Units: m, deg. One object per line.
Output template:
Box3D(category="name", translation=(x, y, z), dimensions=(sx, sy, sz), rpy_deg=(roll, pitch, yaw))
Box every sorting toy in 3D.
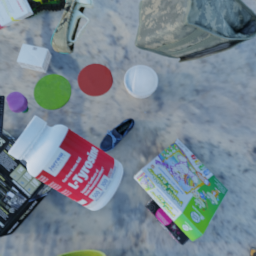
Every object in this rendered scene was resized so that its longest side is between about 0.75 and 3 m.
Box3D(category="sorting toy", translation=(-1.672, -0.835, 7.260), dimensions=(2.678, 0.922, 0.929), rpy_deg=(-16, 76, -3))

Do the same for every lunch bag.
Box3D(category="lunch bag", translation=(1.717, -2.480, 6.966), dimensions=(2.456, 2.015, 1.444), rpy_deg=(7, 88, -32))

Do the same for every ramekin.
Box3D(category="ramekin", translation=(0.422, -1.508, 9.456), dimensions=(1.128, 0.525, 1.128), rpy_deg=(0, 76, -1))

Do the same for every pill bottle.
Box3D(category="pill bottle", translation=(-1.327, 0.743, 6.107), dimensions=(2.238, 1.256, 1.256), rpy_deg=(35, 77, -17))

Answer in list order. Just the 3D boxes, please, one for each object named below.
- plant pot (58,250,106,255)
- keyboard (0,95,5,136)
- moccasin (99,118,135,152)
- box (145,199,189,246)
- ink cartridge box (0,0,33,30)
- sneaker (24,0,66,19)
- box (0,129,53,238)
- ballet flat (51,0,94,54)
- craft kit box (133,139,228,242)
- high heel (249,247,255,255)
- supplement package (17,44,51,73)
Box3D(category="plant pot", translation=(-1.378, 4.467, 7.366), dimensions=(1.912, 1.912, 1.758), rpy_deg=(-9, 87, -2))
Box3D(category="keyboard", translation=(-2.449, -0.199, 5.012), dimensions=(0.100, 0.468, 0.780), rpy_deg=(23, 110, 39))
Box3D(category="moccasin", translation=(-0.392, 0.158, 9.038), dimensions=(0.577, 0.489, 1.434), rpy_deg=(40, 79, 10))
Box3D(category="box", translation=(1.329, 2.519, 8.246), dimensions=(0.964, 0.837, 1.459), rpy_deg=(-42, 80, -11))
Box3D(category="ink cartridge box", translation=(-2.888, -2.863, 6.684), dimensions=(0.959, 0.400, 0.696), rpy_deg=(-22, 108, 7))
Box3D(category="sneaker", translation=(-3.448, -4.722, 10.199), dimensions=(2.410, 0.940, 1.027), rpy_deg=(-13, 68, -13))
Box3D(category="box", translation=(-3.833, 1.476, 8.344), dimensions=(2.678, 1.153, 2.193), rpy_deg=(38, 78, 9))
Box3D(category="ballet flat", translation=(-1.469, -3.254, 8.012), dimensions=(0.898, 0.809, 2.385), rpy_deg=(19, 95, 17))
Box3D(category="craft kit box", translation=(1.592, 1.617, 8.010), dimensions=(2.241, 0.544, 2.213), rpy_deg=(46, 43, 10))
Box3D(category="high heel", translation=(4.602, 3.601, 7.979), dimensions=(2.083, 0.744, 1.485), rpy_deg=(-37, 84, 0))
Box3D(category="supplement package", translation=(-3.239, -2.403, 9.700), dimensions=(0.901, 0.499, 0.702), rpy_deg=(13, 76, 2))
